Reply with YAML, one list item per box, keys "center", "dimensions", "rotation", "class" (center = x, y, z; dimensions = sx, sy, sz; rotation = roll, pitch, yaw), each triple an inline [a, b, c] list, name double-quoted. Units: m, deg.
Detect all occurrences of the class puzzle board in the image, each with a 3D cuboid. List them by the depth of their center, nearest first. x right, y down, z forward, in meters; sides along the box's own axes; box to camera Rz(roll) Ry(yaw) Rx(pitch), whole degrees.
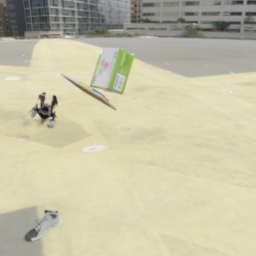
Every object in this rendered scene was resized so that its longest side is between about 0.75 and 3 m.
- center: [-1.111, -1.072, 8.453]
  dimensions: [1.391, 0.161, 1.846]
  rotation: [31, -2, 13]
  class: "puzzle board"

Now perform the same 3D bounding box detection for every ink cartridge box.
- center: [-0.773, -1.872, 9.083]
  dimensions: [1.740, 1.286, 0.659]
  rotation: [17, 1, 43]
  class: "ink cartridge box"

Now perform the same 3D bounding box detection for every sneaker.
- center: [-1.736, 1.899, 5.669]
  dimensions: [0.297, 0.457, 0.792]
  rotation: [19, 29, 39]
  class: "sneaker"

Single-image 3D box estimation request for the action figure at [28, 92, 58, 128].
- center: [-3.256, -0.589, 10.816]
  dimensions: [1.101, 1.853, 0.946]
  rotation: [21, 59, -12]
  class: "action figure"
